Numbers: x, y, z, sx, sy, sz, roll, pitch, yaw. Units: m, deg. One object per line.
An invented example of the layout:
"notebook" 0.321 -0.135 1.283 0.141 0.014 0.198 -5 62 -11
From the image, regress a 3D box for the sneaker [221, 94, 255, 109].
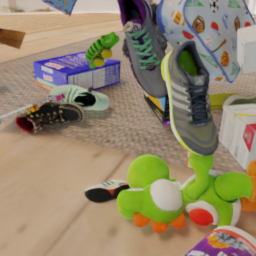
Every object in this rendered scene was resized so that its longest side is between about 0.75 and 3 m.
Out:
"sneaker" 4.139 -0.558 8.782 2.358 0.791 1.058 -7 43 -24

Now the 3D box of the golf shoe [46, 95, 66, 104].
"golf shoe" -2.238 -0.728 9.201 1.217 0.557 0.458 15 30 23

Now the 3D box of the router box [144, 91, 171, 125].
"router box" 1.081 -1.329 9.107 0.579 1.692 2.268 -4 27 -11

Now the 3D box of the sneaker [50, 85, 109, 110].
"sneaker" -1.779 -1.045 9.123 2.138 0.787 1.261 9 2 13

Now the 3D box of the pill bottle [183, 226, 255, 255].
"pill bottle" 0.903 2.038 3.379 1.760 0.980 0.980 -21 34 -35

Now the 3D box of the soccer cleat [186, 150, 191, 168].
"soccer cleat" 1.613 0.650 6.814 0.372 0.333 0.960 8 35 6

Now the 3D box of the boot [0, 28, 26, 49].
"boot" -3.432 -2.646 7.578 1.242 1.169 0.425 8 54 -28

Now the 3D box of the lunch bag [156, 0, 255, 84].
"lunch bag" 2.128 -2.621 7.065 1.104 2.921 2.340 10 66 48

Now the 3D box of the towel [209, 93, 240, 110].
"towel" 2.912 -0.988 10.029 2.769 0.250 1.192 -5 29 -10

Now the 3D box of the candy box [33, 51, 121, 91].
"candy box" -2.097 -2.320 11.696 2.357 1.074 2.788 26 36 38

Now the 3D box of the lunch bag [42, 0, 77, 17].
"lunch bag" -2.472 -4.291 9.037 1.032 0.645 1.370 10 25 -50

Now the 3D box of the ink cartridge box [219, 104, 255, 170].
"ink cartridge box" 3.069 0.166 6.883 1.061 1.066 1.467 -4 28 -8

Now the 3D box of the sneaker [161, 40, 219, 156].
"sneaker" 0.970 -0.476 4.325 0.687 1.860 0.753 -14 -12 -8

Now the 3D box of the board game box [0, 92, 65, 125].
"board game box" -2.934 -0.564 8.341 1.679 0.217 1.680 -17 12 25

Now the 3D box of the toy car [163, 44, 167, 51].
"toy car" 1.417 -2.263 10.768 1.436 1.820 1.495 6 28 13

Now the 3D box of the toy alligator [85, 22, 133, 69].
"toy alligator" -0.492 -1.670 5.609 0.394 1.452 0.431 7 60 -39

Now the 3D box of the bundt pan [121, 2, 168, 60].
"bundt pan" 0.606 -2.708 8.330 0.684 1.822 1.822 25 14 -31

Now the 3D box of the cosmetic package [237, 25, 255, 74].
"cosmetic package" 2.729 -1.534 5.018 1.408 0.716 0.521 -10 46 11

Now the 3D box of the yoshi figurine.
"yoshi figurine" 1.090 0.974 5.157 2.645 1.486 1.481 -5 12 -3

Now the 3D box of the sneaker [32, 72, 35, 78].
"sneaker" -3.492 -2.520 12.749 0.801 0.461 1.535 25 40 31

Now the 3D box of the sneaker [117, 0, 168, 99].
"sneaker" 0.284 -1.959 6.699 0.996 2.676 1.171 -19 1 18

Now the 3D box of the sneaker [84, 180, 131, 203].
"sneaker" -0.408 1.257 5.689 0.954 0.336 0.446 -7 10 -9

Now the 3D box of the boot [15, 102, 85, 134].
"boot" -2.300 -0.295 8.235 1.776 0.650 1.337 12 28 30
